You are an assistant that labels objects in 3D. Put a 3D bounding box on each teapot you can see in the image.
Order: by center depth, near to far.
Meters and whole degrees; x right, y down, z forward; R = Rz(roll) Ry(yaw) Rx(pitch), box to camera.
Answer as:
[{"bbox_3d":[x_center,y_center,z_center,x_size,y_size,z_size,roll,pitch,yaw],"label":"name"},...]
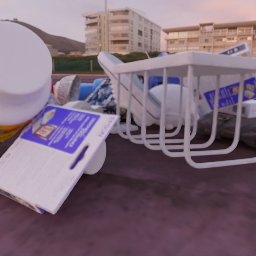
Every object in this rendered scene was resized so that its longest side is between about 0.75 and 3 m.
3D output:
[{"bbox_3d":[1.189,-0.502,8.349,1.541,1.140,1.561,17,-22,-28],"label":"teapot"}]

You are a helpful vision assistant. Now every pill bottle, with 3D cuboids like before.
[{"bbox_3d":[-2.307,-0.607,4.799,1.512,1.512,2.768,-10,-9,-38],"label":"pill bottle"},{"bbox_3d":[-1.161,0.360,4.928,1.420,0.822,0.822,8,14,29],"label":"pill bottle"}]

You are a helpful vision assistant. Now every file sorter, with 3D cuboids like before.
[{"bbox_3d":[1.129,-0.446,5.784,2.005,1.799,2.889,-1,8,-26],"label":"file sorter"}]

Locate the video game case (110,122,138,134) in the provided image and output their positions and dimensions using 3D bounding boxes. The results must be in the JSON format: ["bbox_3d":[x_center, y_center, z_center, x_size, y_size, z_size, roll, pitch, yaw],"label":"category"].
[{"bbox_3d":[-0.406,-0.042,8.440,0.873,0.110,1.219,-9,15,-34],"label":"video game case"}]

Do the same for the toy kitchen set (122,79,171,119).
[{"bbox_3d":[0.650,-1.316,10.380,1.910,1.723,1.558,-5,11,1],"label":"toy kitchen set"}]

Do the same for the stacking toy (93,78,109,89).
[{"bbox_3d":[-0.577,-1.389,12.692,1.258,1.330,2.292,2,-1,20],"label":"stacking toy"}]

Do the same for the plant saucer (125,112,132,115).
[{"bbox_3d":[-0.001,-0.772,9.644,1.260,0.236,1.260,-5,31,3],"label":"plant saucer"}]

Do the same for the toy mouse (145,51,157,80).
[{"bbox_3d":[1.398,-1.747,12.004,0.482,2.212,2.489,-15,-26,9],"label":"toy mouse"}]

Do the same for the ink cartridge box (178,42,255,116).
[{"bbox_3d":[2.817,-1.374,8.531,2.037,2.018,0.442,-18,47,23],"label":"ink cartridge box"}]

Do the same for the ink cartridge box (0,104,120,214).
[{"bbox_3d":[-1.042,0.376,3.992,1.574,0.341,1.559,10,54,36],"label":"ink cartridge box"}]

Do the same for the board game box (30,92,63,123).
[{"bbox_3d":[-2.696,-0.899,8.216,0.693,2.247,2.246,-40,7,-1],"label":"board game box"}]

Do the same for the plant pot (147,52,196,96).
[{"bbox_3d":[1.597,-1.662,9.792,1.784,1.604,1.783,15,23,-1],"label":"plant pot"}]

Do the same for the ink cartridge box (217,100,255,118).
[{"bbox_3d":[5.088,-0.915,11.313,2.591,0.739,2.106,-9,14,-19],"label":"ink cartridge box"}]

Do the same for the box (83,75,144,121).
[{"bbox_3d":[-0.585,-1.007,9.398,1.698,0.491,2.136,-1,38,32],"label":"box"}]

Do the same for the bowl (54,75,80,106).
[{"bbox_3d":[-2.485,-1.430,11.119,0.728,1.552,1.552,14,13,3],"label":"bowl"}]

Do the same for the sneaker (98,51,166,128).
[{"bbox_3d":[-0.093,-1.011,7.554,2.421,0.857,0.884,49,24,9],"label":"sneaker"}]

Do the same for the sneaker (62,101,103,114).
[{"bbox_3d":[-1.398,-0.098,6.783,1.161,1.048,2.835,-2,0,7],"label":"sneaker"}]

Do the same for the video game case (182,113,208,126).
[{"bbox_3d":[2.440,-0.277,9.350,1.606,0.202,1.765,-3,11,-11],"label":"video game case"}]

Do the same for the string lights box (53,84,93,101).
[{"bbox_3d":[-2.649,-1.867,14.949,1.535,0.881,2.987,6,14,27],"label":"string lights box"}]

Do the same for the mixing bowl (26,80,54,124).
[{"bbox_3d":[-3.790,-1.168,9.528,2.276,2.276,1.233,-7,-3,-29],"label":"mixing bowl"}]

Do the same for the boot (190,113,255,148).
[{"bbox_3d":[3.009,-0.125,7.136,2.397,0.830,2.086,-13,18,-38],"label":"boot"}]
